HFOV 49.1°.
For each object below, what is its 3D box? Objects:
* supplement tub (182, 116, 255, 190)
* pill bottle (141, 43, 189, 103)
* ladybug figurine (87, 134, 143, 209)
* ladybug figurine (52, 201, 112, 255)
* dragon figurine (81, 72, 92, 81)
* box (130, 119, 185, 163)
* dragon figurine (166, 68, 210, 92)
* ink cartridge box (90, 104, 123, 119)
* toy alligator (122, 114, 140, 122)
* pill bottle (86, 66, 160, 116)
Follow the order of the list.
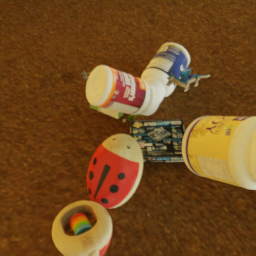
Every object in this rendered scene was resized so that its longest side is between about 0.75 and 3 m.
[{"bbox_3d":[3.297,0.689,8.585,2.094,2.094,2.880,-38,20,-23],"label":"supplement tub"},{"bbox_3d":[1.486,-2.292,12.168,1.492,1.492,2.687,25,64,16],"label":"pill bottle"},{"bbox_3d":[-0.549,1.476,9.095,1.803,0.955,2.656,23,98,22],"label":"ladybug figurine"},{"bbox_3d":[-1.279,3.022,8.081,1.686,0.893,2.484,-20,20,-14],"label":"ladybug figurine"},{"bbox_3d":[-1.160,-1.923,10.366,0.638,1.283,0.378,-25,77,30],"label":"dragon figurine"},{"bbox_3d":[1.139,0.504,10.839,2.155,0.496,1.713,-2,55,2],"label":"box"},{"bbox_3d":[2.086,-1.780,9.821,1.532,0.451,0.762,-28,66,-3],"label":"dragon figurine"},{"bbox_3d":[-0.906,-1.000,11.691,1.427,0.741,0.423,23,44,19],"label":"ink cartridge box"},{"bbox_3d":[0.183,-0.455,11.409,0.938,0.311,0.225,-37,43,11],"label":"toy alligator"},{"bbox_3d":[-0.125,-1.237,10.089,2.540,1.391,1.391,11,45,-40],"label":"pill bottle"}]
